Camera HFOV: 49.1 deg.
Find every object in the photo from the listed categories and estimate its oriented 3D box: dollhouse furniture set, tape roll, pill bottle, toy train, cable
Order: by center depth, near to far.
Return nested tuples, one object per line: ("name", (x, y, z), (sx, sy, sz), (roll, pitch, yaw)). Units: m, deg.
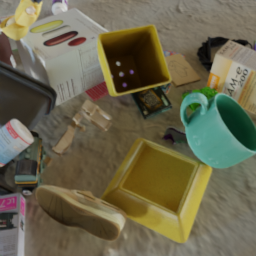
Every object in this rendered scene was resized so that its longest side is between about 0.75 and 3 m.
("pill bottle", (-3.533, 0.543, 7.878), (1.555, 0.846, 0.846), (-40, 60, -4))
("toy train", (-2.966, 1.005, 8.496), (0.832, 1.113, 1.952), (3, 51, -11))
("dollhouse furniture set", (-1.532, 0.440, 8.536), (1.053, 1.839, 2.156), (35, 75, -8))
("tape roll", (-0.145, -2.032, 10.822), (0.442, 1.347, 1.347), (35, 49, -23))
("cable", (4.104, -3.283, 12.221), (2.143, 0.667, 2.627), (33, 59, 23))
("pill bottle", (-3.554, -6.283, 14.516), (0.763, 0.763, 1.356), (-5, 52, -4))

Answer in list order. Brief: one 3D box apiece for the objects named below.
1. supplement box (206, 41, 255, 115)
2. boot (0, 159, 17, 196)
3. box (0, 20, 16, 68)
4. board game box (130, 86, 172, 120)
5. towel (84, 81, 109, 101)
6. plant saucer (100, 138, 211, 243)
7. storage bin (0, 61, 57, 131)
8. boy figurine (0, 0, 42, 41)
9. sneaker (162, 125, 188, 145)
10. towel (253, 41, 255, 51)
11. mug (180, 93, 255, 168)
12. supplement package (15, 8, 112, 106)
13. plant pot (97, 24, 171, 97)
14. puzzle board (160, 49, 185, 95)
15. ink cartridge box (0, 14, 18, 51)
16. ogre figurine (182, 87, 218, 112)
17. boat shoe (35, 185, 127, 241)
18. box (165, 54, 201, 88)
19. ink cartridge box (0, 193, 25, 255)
("supplement box", (4.504, -1.660, 10.193), (2.916, 1.838, 1.072), (33, 60, 24))
("boot", (-3.873, 1.389, 8.631), (1.673, 0.584, 1.101), (24, 50, 13))
("box", (-6.166, -2.712, 10.796), (2.637, 2.188, 2.166), (1, 52, 1))
("board game box", (0.789, -1.201, 10.686), (1.155, 0.240, 1.707), (-22, 58, -6))
("towel", (-1.144, -1.493, 11.162), (0.999, 0.112, 0.722), (-32, 57, -22))
("plant saucer", (0.924, 1.572, 8.406), (2.703, 0.655, 2.704), (22, 55, 15))
("storage bin", (-4.165, -0.730, 9.332), (2.832, 2.061, 1.902), (28, 60, -9))
("boy figurine", (-3.146, -3.858, 8.721), (0.823, 2.555, 1.589), (19, 45, -39))
("sneaker", (1.841, 0.413, 9.518), (1.346, 0.501, 0.589), (21, 73, 24))
("towel", (6.189, -3.326, 12.484), (1.187, 0.188, 1.653), (15, 51, 7))
("mug", (2.612, 0.031, 8.521), (2.005, 1.509, 2.440), (-26, 78, -50))
("supplement package", (-2.442, -2.873, 10.943), (2.780, 2.044, 2.658), (-32, 56, -25))
("plant pot", (-0.001, -1.993, 9.241), (1.915, 1.689, 1.915), (-16, 88, -18))
("puzzle board", (1.157, -2.571, 11.900), (1.906, 0.220, 2.529), (19, 56, 14))
("ink cartridge box", (-5.374, -4.498, 13.093), (1.367, 0.774, 1.864), (-20, 54, -15))
("ogre figurine", (2.875, -0.940, 10.276), (1.102, 0.902, 1.838), (-30, 27, -6))
("boat shoe", (-1.319, 2.203, 7.805), (2.619, 0.945, 0.851), (19, 27, 13))
("box", (2.022, -2.361, 11.452), (1.296, 0.169, 1.585), (-18, 62, -26))
("ink cartridge box", (-3.587, 3.139, 7.257), (1.632, 0.574, 2.736), (-10, 54, -7))
